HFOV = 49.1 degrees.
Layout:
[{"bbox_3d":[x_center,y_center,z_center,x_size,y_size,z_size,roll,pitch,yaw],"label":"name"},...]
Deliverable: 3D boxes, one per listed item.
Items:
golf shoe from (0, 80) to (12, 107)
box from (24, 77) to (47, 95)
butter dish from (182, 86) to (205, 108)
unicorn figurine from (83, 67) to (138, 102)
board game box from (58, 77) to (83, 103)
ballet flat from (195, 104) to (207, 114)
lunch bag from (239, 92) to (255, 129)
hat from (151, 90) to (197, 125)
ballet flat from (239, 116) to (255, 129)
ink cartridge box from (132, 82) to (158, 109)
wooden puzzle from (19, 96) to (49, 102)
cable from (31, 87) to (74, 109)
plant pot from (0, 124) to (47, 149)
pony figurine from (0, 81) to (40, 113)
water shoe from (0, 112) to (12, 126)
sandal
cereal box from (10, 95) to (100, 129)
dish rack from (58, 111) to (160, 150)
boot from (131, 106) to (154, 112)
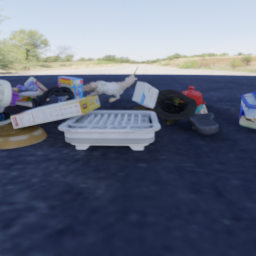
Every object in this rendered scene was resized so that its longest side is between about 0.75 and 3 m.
[{"bbox_3d":[-5.174,-1.144,9.049,2.830,1.066,1.295,-2,3,22],"label":"golf shoe"},{"bbox_3d":[-4.117,-1.811,12.549,0.880,0.480,0.563,44,-11,-29],"label":"box"},{"bbox_3d":[2.910,-1.454,12.986,1.266,0.936,1.262,6,15,23],"label":"butter dish"},{"bbox_3d":[-0.817,-1.935,13.572,2.683,0.991,1.843,-18,-8,-36],"label":"unicorn figurine"},{"bbox_3d":[-2.397,-1.369,11.543,0.397,1.391,1.420,-9,18,-39],"label":"board game box"},{"bbox_3d":[2.705,-0.527,10.323,0.427,0.505,1.336,44,25,2],"label":"ballet flat"},{"bbox_3d":[4.804,-0.643,9.341,2.121,1.000,2.646,1,15,17],"label":"lunch bag"},{"bbox_3d":[1.435,-0.568,9.397,1.759,0.710,1.759,4,38,-3],"label":"hat"},{"bbox_3d":[3.834,-0.101,8.283,1.087,0.339,0.367,21,21,35],"label":"ballet flat"},{"bbox_3d":[0.498,-0.924,7.963,0.327,0.559,0.774,17,0,35],"label":"ink cartridge box"},{"bbox_3d":[-5.647,-1.506,13.779,2.904,0.541,2.687,4,6,-1],"label":"wooden puzzle"},{"bbox_3d":[-2.670,-0.849,10.076,1.585,0.493,1.942,-19,37,-10],"label":"cable"},{"bbox_3d":[-3.208,0.175,7.594,1.933,0.266,1.933,0,13,0],"label":"plant pot"},{"bbox_3d":[-4.824,-1.283,11.223,2.368,1.972,2.286,-11,-15,-28],"label":"pony figurine"},{"bbox_3d":[-4.391,-0.406,9.130,0.611,0.675,1.710,3,14,14],"label":"water shoe"},{"bbox_3d":[2.229,-0.079,8.411,0.778,0.438,2.045,-4,15,12],"label":"sandal"},{"bbox_3d":[-2.009,-0.475,7.990,2.094,0.414,1.507,-11,11,15],"label":"cereal box"},{"bbox_3d":[-0.395,0.011,7.550,2.395,0.608,2.791,0,13,3],"label":"dish rack"},{"bbox_3d":[0.693,-0.916,11.304,1.168,0.566,0.436,-3,33,-1],"label":"boot"}]
